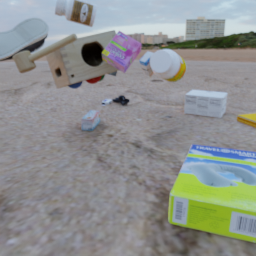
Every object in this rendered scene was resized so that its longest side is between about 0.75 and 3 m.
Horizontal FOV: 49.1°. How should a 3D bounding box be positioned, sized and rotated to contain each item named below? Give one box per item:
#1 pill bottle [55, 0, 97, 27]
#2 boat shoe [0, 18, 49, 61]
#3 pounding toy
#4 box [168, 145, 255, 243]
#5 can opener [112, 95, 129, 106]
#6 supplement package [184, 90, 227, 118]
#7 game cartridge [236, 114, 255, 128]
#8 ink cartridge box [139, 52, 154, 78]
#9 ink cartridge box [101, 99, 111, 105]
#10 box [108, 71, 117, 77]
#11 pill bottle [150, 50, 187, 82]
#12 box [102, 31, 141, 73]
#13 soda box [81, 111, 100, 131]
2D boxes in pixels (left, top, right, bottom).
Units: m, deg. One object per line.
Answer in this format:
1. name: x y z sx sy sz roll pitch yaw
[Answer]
1. pill bottle: -2.073 -4.632 11.106 1.546 0.884 0.884 11 14 -15
2. boat shoe: -3.683 -2.511 8.607 2.765 1.022 0.834 -42 -4 -32
3. pounding toy: -1.593 -1.727 7.849 2.831 1.295 2.488 -22 13 -24
4. box: 2.031 1.121 5.921 1.775 0.694 2.911 7 19 19
5. can opener: -0.379 -1.455 14.632 0.454 0.563 1.433 -17 14 -23
6. supplement package: 3.526 -1.120 12.702 1.632 0.905 1.271 10 20 26
7. game cartridge: 5.569 -0.267 11.111 1.809 0.293 1.595 -4 17 -19
8. ink cartridge box: 0.869 -2.645 11.738 0.361 0.858 0.626 27 66 34
9. ink cartridge box: -1.121 -1.375 14.835 0.374 0.148 0.753 4 19 13
10. box: -1.172 -2.726 13.140 0.976 0.265 1.219 20 10 16
11. pill bottle: 1.588 -2.480 11.177 1.130 1.130 2.034 8 6 23
12. box: -0.167 -1.991 7.352 0.714 0.812 0.392 33 -11 8
13. soda box: -1.424 -0.304 10.848 0.427 0.460 1.344 2 17 8
